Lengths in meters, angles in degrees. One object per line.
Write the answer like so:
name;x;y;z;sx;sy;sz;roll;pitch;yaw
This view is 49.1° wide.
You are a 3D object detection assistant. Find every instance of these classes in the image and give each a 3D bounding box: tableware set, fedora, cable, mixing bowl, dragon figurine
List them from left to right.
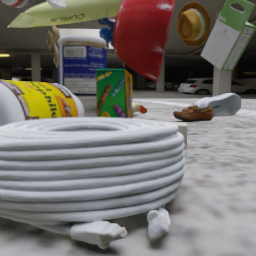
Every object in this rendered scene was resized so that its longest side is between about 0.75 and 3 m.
tableware set;-2.095;-2.531;7.816;0.173;1.488;1.243;-8;54;-21
cable;-0.494;0.299;2.980;2.174;0.753;2.174;2;8;16
dragon figurine;-0.657;-3.382;10.470;1.173;2.359;0.694;-19;46;-21
mixing bowl;0.434;-2.790;8.056;1.492;2.755;2.755;13;8;4
fedora;2.314;-3.850;10.553;0.657;1.612;1.612;-25;22;-37

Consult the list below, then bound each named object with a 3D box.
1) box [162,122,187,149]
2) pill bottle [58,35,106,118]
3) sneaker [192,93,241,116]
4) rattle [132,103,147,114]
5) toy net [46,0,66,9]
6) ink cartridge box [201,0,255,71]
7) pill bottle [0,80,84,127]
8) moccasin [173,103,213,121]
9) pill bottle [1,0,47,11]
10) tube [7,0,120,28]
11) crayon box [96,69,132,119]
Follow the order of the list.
box;0.488;0.126;5.548;1.338;0.457;0.550;2;8;12
pill bottle;-1.629;-1.669;9.932;1.678;2.900;1.678;2;8;0
sneaker;4.099;-1.110;12.884;2.839;1.037;1.005;-6;15;-36
rattle;-0.237;-1.462;12.520;2.792;1.994;1.818;-13;1;-41
toy net;-1.481;-2.537;5.006;0.664;1.266;0.244;-32;-9;-44
ink cartridge box;3.319;-3.031;9.049;0.626;2.111;1.096;-4;41;-31
pill bottle;-1.613;-0.158;4.688;1.222;1.222;2.237;2;8;17
moccasin;2.428;-0.589;10.341;1.705;0.658;0.624;-3;8;-20
pill bottle;-2.559;-3.852;7.994;1.123;1.123;1.939;5;7;35
tube;-1.311;-2.560;6.136;2.515;0.730;0.653;-28;66;-34
crayon box;-0.354;-0.891;8.731;0.816;1.664;2.801;0;8;5
